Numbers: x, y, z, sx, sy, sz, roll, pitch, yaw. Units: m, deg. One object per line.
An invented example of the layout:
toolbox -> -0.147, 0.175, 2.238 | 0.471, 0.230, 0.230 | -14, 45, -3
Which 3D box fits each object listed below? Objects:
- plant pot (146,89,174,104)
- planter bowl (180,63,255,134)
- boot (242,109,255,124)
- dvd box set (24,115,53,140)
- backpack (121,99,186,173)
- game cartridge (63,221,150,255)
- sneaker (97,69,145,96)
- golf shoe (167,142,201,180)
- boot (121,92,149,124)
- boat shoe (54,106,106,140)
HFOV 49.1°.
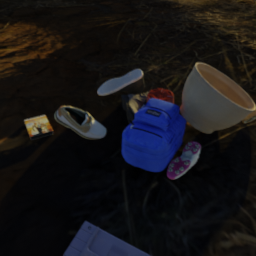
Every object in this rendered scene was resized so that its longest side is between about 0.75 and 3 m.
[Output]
plant pot -> 1.100, -0.656, 9.820 | 1.218, 1.185, 1.218 | -2, 39, 2
planter bowl -> 2.758, -0.817, 9.400 | 2.369, 1.594, 2.369 | 24, 32, -17
boot -> 4.045, -0.705, 10.454 | 1.120, 0.423, 1.279 | -31, 57, 16
dvd box set -> -3.173, -0.032, 9.898 | 0.785, 0.158, 1.073 | -16, 40, -21
backpack -> 0.669, 0.188, 8.380 | 1.630, 1.683, 2.006 | 14, 40, 25
game cartridge -> -0.367, 2.888, 5.617 | 1.997, 0.383, 1.295 | 21, 47, 17
sneaker -> -0.204, -1.576, 11.460 | 2.007, 0.996, 0.710 | -22, 53, 10
golf shoe -> 1.664, 1.055, 8.144 | 0.538, 0.653, 1.428 | 27, 58, 38
boot -> 0.559, -0.789, 10.392 | 1.349, 0.715, 2.050 | -10, 40, -7
boat shoe -> -1.390, -0.143, 8.723 | 1.753, 0.600, 0.655 | 23, 59, -27
